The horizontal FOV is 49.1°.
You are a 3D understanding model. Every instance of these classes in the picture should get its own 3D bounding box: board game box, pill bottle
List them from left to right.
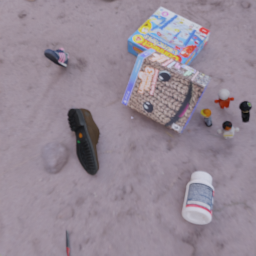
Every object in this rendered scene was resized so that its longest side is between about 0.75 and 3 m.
[{"bbox_3d":[1.319,-1.327,9.994,2.467,1.967,1.195,28,34,12],"label":"board game box"},{"bbox_3d":[1.752,-3.768,12.203,2.624,0.733,2.569,33,67,16],"label":"board game box"},{"bbox_3d":[2.262,2.187,8.929,0.892,0.892,1.492,15,50,8],"label":"pill bottle"}]

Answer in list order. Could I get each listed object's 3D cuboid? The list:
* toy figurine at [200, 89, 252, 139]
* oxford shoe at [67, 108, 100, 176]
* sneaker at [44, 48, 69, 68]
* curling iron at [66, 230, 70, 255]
[{"bbox_3d":[3.522,-0.504,10.084,1.458,1.031,1.481,-43,56,-5],"label":"toy figurine"},{"bbox_3d":[-1.305,0.439,9.763,1.008,0.868,2.388,-8,85,-48],"label":"oxford shoe"},{"bbox_3d":[-2.855,-2.962,11.234,0.566,1.614,0.662,17,88,8],"label":"sneaker"},{"bbox_3d":[-1.902,3.744,8.603,0.281,0.145,1.135,-3,62,-1],"label":"curling iron"}]
